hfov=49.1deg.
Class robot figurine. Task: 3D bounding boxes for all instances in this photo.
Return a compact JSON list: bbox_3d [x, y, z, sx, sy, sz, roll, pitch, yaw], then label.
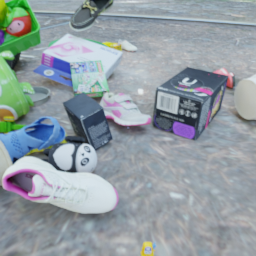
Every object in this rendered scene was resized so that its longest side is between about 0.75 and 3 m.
[{"bbox_3d":[-1.403,0.758,6.736,1.293,0.971,0.807,1,18,11],"label":"robot figurine"}]

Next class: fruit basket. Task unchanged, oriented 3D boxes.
[{"bbox_3d":[-4.477,-3.691,9.598,2.608,2.608,1.881,-19,73,-29],"label":"fruit basket"}]

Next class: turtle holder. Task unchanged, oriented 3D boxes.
[{"bbox_3d":[-4.311,-1.383,8.704,1.904,2.682,2.038,-31,19,-22],"label":"turtle holder"}]

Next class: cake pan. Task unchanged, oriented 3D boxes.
[{"bbox_3d":[-3.667,-1.185,10.607,1.431,0.262,1.431,0,31,0],"label":"cake pan"}]

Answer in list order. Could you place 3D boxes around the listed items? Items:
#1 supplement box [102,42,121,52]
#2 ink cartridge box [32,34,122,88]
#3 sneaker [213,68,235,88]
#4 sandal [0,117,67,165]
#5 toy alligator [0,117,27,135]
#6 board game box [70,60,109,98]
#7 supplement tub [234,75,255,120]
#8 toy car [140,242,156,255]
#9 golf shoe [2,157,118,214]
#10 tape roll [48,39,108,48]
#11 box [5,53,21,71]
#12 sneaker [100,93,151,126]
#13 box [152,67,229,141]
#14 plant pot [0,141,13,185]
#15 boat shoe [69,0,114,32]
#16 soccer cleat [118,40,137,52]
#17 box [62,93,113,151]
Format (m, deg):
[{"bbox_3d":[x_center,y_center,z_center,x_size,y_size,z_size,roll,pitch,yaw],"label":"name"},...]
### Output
[{"bbox_3d":[-1.022,-4.349,15.564,1.179,0.645,0.641,15,34,23],"label":"supplement box"},{"bbox_3d":[-2.078,-2.856,12.030,2.851,0.629,2.904,21,44,8],"label":"ink cartridge box"},{"bbox_3d":[4.008,-2.052,11.917,0.712,0.605,1.641,-12,25,1],"label":"sneaker"},{"bbox_3d":[-2.671,0.310,7.096,2.445,1.065,0.972,-25,73,-31],"label":"sandal"},{"bbox_3d":[-3.956,-0.046,8.100,1.920,0.569,0.521,0,5,-24],"label":"toy alligator"},{"bbox_3d":[-1.504,-1.882,10.670,1.268,0.274,1.885,-6,49,-11],"label":"board game box"},{"bbox_3d":[4.766,-1.051,9.133,2.137,1.543,1.543,-9,32,-14],"label":"supplement tub"},{"bbox_3d":[0.783,2.283,4.602,1.288,0.428,0.632,8,31,12],"label":"toy car"},{"bbox_3d":[-1.314,1.221,5.381,2.261,0.852,1.035,14,2,2],"label":"golf shoe"},{"bbox_3d":[-2.475,-3.771,14.193,2.996,0.720,2.996,6,33,-4],"label":"tape roll"},{"bbox_3d":[-5.835,-3.848,13.208,1.337,1.853,2.497,17,26,-19],"label":"box"},{"bbox_3d":[-0.167,-0.606,8.748,2.022,0.892,0.822,19,12,30],"label":"sneaker"},{"bbox_3d":[2.042,-0.903,9.050,1.531,1.328,2.504,20,36,26],"label":"box"},{"bbox_3d":[-3.667,0.858,5.574,1.931,1.931,1.768,18,37,27],"label":"plant pot"},{"bbox_3d":[-1.633,-5.451,12.730,0.982,0.830,2.755,40,66,-1],"label":"boat shoe"},{"bbox_3d":[-0.069,-4.837,16.491,1.412,0.548,0.489,25,39,35],"label":"soccer cleat"},{"bbox_3d":[-1.136,-0.185,7.893,0.734,1.164,1.184,-33,43,-19],"label":"box"}]
